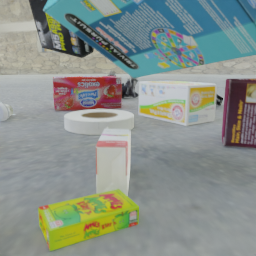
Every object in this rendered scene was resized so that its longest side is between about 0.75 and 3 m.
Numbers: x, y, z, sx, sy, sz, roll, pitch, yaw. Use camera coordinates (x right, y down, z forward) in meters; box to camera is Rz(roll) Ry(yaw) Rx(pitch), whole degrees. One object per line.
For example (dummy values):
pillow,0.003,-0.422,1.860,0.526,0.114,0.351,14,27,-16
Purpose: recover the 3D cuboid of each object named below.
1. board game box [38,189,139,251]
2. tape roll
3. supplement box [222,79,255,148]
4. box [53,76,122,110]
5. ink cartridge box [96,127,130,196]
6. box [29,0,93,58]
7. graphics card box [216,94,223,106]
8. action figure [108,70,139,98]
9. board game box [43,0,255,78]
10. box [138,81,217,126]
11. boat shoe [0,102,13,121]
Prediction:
board game box,-0.384,0.864,2.755,0.878,0.209,0.446,-7,15,-28
tape roll,-0.720,-0.182,7.075,1.778,0.325,1.778,1,13,0
supplement box,3.053,-0.286,5.363,2.320,1.280,0.993,4,13,16
box,-1.478,-1.290,10.092,2.371,1.132,1.182,-3,13,-15
ink cartridge box,-0.167,0.398,3.777,0.386,0.666,1.144,0,13,2
box,-1.829,-3.053,7.342,1.717,2.144,0.475,21,45,30
graphics card box,2.929,-1.191,10.388,0.850,0.345,1.355,26,9,32
action figure,-0.363,-2.093,13.396,1.517,1.303,2.553,5,7,-28
board game box,0.310,-1.508,3.613,1.885,0.586,2.497,31,-17,-35
box,1.356,-0.796,8.128,1.161,1.046,2.064,-9,16,-35
boat shoe,-3.659,-0.519,8.224,0.524,0.532,1.501,-14,12,-37
